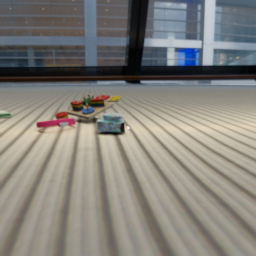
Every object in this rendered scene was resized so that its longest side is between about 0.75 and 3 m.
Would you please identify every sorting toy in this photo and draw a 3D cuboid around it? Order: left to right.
[{"bbox_3d":[-1.452,-0.932,10.983,1.332,0.467,2.762,15,35,40],"label":"sorting toy"}]

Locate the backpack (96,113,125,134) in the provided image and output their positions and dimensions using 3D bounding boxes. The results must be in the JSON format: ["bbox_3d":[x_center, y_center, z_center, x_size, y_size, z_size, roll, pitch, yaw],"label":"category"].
[{"bbox_3d":[-0.553,-0.127,8.722,0.877,0.661,0.779,-5,11,0],"label":"backpack"}]

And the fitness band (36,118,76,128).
[{"bbox_3d":[-2.403,-0.166,9.387,1.011,0.264,1.408,-2,4,28],"label":"fitness band"}]

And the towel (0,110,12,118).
[{"bbox_3d":[-6.149,-0.567,11.915,2.097,0.245,1.600,12,16,42],"label":"towel"}]
